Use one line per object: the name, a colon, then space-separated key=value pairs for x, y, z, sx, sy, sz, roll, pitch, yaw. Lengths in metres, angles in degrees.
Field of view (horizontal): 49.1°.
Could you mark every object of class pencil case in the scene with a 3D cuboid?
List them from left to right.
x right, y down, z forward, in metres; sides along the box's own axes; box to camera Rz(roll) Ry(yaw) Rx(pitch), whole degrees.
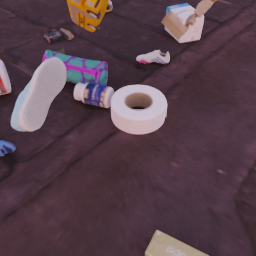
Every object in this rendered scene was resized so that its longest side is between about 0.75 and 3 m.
pencil case: x=-1.897 y=-2.058 z=9.935 sx=2.360 sy=1.004 sz=1.091 roll=14 pitch=3 yaw=14

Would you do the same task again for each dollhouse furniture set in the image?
dollhouse furniture set: x=2.044 y=-3.836 z=8.851 sx=0.797 sy=0.934 sz=1.801 roll=44 pitch=80 yaw=-7

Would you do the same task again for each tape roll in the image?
tape roll: x=0.330 y=-0.617 z=8.832 sx=1.754 sy=0.613 sz=1.754 roll=0 pitch=44 yaw=0

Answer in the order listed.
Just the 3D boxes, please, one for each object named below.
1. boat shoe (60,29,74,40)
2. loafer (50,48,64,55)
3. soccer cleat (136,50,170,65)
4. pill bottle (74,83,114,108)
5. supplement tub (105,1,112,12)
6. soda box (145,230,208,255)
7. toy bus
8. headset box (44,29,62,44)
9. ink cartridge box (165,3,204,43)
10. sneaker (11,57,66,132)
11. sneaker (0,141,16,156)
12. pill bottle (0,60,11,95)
boat shoe: x=-2.781 y=-4.272 z=12.755 sx=0.309 sy=0.326 sz=0.861 roll=-29 pitch=61 yaw=-31
loafer: x=-3.003 y=-3.066 z=11.553 sx=0.841 sy=0.284 sz=0.320 roll=-1 pitch=46 yaw=22
soccer cleat: x=0.992 y=-2.860 z=11.121 sx=1.326 sy=0.573 sz=0.463 roll=4 pitch=45 yaw=5
pill bottle: x=-1.134 y=-1.102 z=9.270 sx=1.198 sy=0.693 sz=0.693 roll=12 pitch=46 yaw=14
supplement tub: x=-1.269 y=-6.315 z=14.614 sx=0.765 sy=0.556 sz=0.556 roll=-23 pitch=49 yaw=-22
soda box: x=1.189 y=2.726 z=5.508 sx=1.703 sy=0.545 sz=0.577 roll=22 pitch=49 yaw=20
toy bus: x=-1.150 y=-3.670 z=8.332 sx=1.081 sy=0.898 sz=2.761 roll=28 pitch=3 yaw=-10
headset box: x=-3.350 y=-4.084 z=12.547 sx=0.584 sy=0.303 sz=0.785 roll=-23 pitch=48 yaw=-22
ink cartridge box: x=2.502 y=-4.721 z=12.619 sx=1.082 sy=1.101 sz=1.496 roll=-16 pitch=47 yaw=-15
sneaker: x=-2.177 y=-0.825 z=6.562 sx=0.834 sy=0.752 sz=2.034 roll=-5 pitch=51 yaw=35
sneaker: x=-3.666 y=0.647 z=7.719 sx=1.141 sy=0.422 sz=0.469 roll=-6 pitch=46 yaw=5
pill bottle: x=-5.082 y=-1.512 z=9.333 sx=2.005 sy=1.162 sz=1.162 roll=-16 pitch=47 yaw=-16
